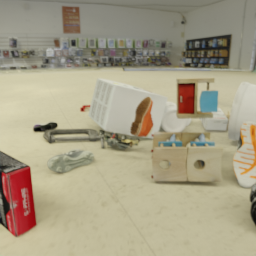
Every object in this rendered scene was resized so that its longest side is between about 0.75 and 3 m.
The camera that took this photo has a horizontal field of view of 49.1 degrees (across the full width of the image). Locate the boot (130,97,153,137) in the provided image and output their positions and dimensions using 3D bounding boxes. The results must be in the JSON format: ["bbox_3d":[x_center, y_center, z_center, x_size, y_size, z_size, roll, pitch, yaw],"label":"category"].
[{"bbox_3d":[0.677,-0.381,10.606,0.826,1.541,0.578,18,4,-37],"label":"boot"}]

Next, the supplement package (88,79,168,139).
[{"bbox_3d":[-0.107,-0.958,13.103,2.614,2.010,2.734,10,11,-25],"label":"supplement package"}]

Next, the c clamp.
[{"bbox_3d":[-2.456,0.355,12.568,2.872,0.389,2.453,0,17,-2],"label":"c clamp"}]

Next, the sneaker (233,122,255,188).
[{"bbox_3d":[4.008,0.962,9.216,1.021,1.007,2.608,15,47,19],"label":"sneaker"}]

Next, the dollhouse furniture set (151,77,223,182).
[{"bbox_3d":[1.790,-0.064,9.125,2.100,2.997,2.112,-1,12,5],"label":"dollhouse furniture set"}]

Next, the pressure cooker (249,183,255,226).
[{"bbox_3d":[3.508,1.751,6.538,1.211,1.230,1.377,-3,18,29],"label":"pressure cooker"}]

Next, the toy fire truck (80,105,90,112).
[{"bbox_3d":[-2.630,-1.285,18.170,1.099,0.268,0.775,-7,19,-24],"label":"toy fire truck"}]

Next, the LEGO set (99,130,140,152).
[{"bbox_3d":[-0.414,0.574,10.962,1.651,0.720,2.542,12,0,2],"label":"LEGO set"}]

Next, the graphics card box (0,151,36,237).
[{"bbox_3d":[-3.258,1.418,7.002,2.519,1.580,0.641,13,21,39],"label":"graphics card box"}]

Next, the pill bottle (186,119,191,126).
[{"bbox_3d":[3.049,-0.485,14.974,0.599,0.599,1.048,2,17,7],"label":"pill bottle"}]

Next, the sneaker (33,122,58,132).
[{"bbox_3d":[-4.056,0.027,13.739,1.192,0.451,0.522,-8,27,-2],"label":"sneaker"}]

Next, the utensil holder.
[{"bbox_3d":[5.887,-0.384,11.311,2.960,2.515,2.515,16,23,31],"label":"utensil holder"}]

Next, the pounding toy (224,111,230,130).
[{"bbox_3d":[5.088,-0.363,13.947,0.478,0.918,1.045,8,17,2],"label":"pounding toy"}]

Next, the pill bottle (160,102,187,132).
[{"bbox_3d":[2.080,-0.617,14.182,1.304,1.304,2.281,-1,17,-5],"label":"pill bottle"}]

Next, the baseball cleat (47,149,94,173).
[{"bbox_3d":[-2.111,1.136,9.829,1.822,0.635,0.969,-2,8,-43],"label":"baseball cleat"}]

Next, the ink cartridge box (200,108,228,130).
[{"bbox_3d":[4.258,-0.453,14.054,1.050,0.606,1.448,2,26,1],"label":"ink cartridge box"}]
